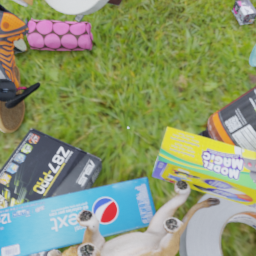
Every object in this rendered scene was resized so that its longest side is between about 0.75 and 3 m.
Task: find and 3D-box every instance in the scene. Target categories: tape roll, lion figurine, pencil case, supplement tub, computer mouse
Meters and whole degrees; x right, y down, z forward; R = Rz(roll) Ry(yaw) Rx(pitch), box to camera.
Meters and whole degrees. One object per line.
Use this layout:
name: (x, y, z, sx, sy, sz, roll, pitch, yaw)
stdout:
tape roll: (-1.172, -3.663, 6.160, 2.222, 2.222, 0.406, 29, 28, 16)
lion figurine: (0.012, 1.858, 4.209, 2.748, 1.683, 0.996, -8, 37, -12)
pencil case: (-2.292, -3.176, 9.500, 2.191, 0.994, 1.026, 3, 69, -2)
tape roll: (2.597, 2.669, 6.048, 2.864, 0.946, 2.864, 0, 60, -1)
supplement tub: (2.200, -0.072, 5.025, 1.070, 2.000, 1.070, 34, 36, -29)
computer mouse: (-2.102, -0.489, 4.770, 0.246, 1.069, 0.751, 4, 91, -8)

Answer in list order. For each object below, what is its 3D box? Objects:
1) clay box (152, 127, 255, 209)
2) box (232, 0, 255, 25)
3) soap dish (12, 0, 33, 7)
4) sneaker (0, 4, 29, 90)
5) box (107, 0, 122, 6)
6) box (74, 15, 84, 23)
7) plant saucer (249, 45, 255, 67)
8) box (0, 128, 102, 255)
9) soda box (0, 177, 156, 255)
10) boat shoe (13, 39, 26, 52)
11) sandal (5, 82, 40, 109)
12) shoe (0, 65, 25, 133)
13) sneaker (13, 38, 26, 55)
clay box: (1.638, 0.771, 4.353, 2.439, 1.402, 0.581, 17, 73, 8)
box: (4.338, -4.341, 10.480, 0.548, 0.475, 0.829, -10, 60, -6)
soap dish: (-2.629, -3.218, 6.088, 1.122, 0.456, 0.883, 16, 36, -42)
sneaker: (-2.242, -1.497, 5.279, 0.685, 1.767, 0.990, 38, 66, 24)
box: (-0.746, -5.890, 10.744, 1.315, 1.601, 1.328, 16, 61, 9)
box: (-1.201, -3.472, 7.996, 0.201, 0.797, 1.115, 33, 23, -20)
plant saucer: (3.545, -2.096, 6.447, 0.316, 1.759, 1.759, 31, 62, -6)
box: (-2.189, 1.549, 6.885, 2.151, 0.655, 2.668, 24, 62, 10)
soda box: (-0.879, 1.650, 5.134, 2.669, 0.905, 0.856, -10, 71, -9)
boat shoe: (-3.008, -2.116, 5.895, 0.571, 1.723, 0.644, -38, 44, 17)
sandal: (-2.328, -0.748, 6.090, 0.235, 0.391, 1.042, 45, 42, -8)
shoe: (-3.617, -0.860, 8.381, 0.637, 0.835, 2.388, -29, 58, 33)
sneaker: (-3.966, -3.146, 9.761, 0.627, 0.635, 1.623, -8, 61, -22)
